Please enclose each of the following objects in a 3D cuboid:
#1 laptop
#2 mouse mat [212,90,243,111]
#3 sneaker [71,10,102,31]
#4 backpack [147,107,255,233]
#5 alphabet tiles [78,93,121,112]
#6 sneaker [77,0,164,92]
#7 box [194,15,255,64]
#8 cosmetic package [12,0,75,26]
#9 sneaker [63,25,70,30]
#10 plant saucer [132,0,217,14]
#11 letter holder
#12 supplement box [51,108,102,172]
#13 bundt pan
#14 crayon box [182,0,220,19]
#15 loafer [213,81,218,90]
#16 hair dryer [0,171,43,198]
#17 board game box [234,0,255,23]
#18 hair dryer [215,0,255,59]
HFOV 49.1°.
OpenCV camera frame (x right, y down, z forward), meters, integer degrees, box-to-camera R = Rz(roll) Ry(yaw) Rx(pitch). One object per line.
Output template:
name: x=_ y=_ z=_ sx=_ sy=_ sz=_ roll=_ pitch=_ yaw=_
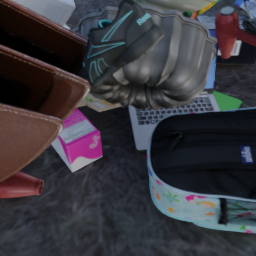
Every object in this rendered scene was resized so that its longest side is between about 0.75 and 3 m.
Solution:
laptop: x=1.435 y=-1.112 z=7.898 sx=2.802 sy=1.734 sz=2.992 roll=-4 pitch=55 yaw=-8
mouse mat: x=2.498 y=-0.600 z=9.056 sx=1.836 sy=0.086 sz=2.282 roll=25 pitch=50 yaw=25
sneaker: x=-1.225 y=-2.721 z=7.931 sx=2.410 sy=1.027 sz=0.940 roll=-27 pitch=81 yaw=12
backpack: x=1.830 y=0.838 z=5.961 sx=2.854 sy=2.148 sz=2.533 roll=3 pitch=44 yaw=6
alphabet tiles: x=-1.190 y=-1.138 z=8.785 sx=2.364 sy=0.107 sz=2.829 roll=28 pitch=26 yaw=26
sneaker: x=-0.266 y=-0.985 z=3.573 sx=1.570 sy=0.622 sz=0.592 roll=-28 pitch=19 yaw=41
box: x=3.769 y=-3.528 z=11.100 sx=2.232 sy=1.376 sz=2.214 roll=1 pitch=36 yaw=1
cosmetic package: x=-2.912 y=-2.816 z=6.723 sx=2.268 sy=2.260 sz=1.394 roll=2 pitch=56 yaw=-45
sneaker: x=-3.811 y=-4.326 z=12.600 sx=2.483 sy=0.937 sz=1.429 roll=2 pitch=34 yaw=-9
plant saucer: x=0.530 y=-2.628 z=5.424 sx=2.343 sy=0.588 sz=2.343 roll=13 pitch=28 yaw=-7
letter holder: x=-1.686 y=-0.119 z=4.154 sx=2.046 sy=2.879 sz=1.448 roll=17 pitch=56 yaw=-37
supplement box: x=-1.617 y=0.119 z=7.620 sx=0.982 sy=0.961 sz=1.900 roll=-26 pitch=49 yaw=-25
bundt pan: x=0.234 y=-1.061 z=5.393 sx=2.786 sy=2.786 sz=1.046 roll=6 pitch=79 yaw=7
crayon box: x=1.935 y=-4.567 z=8.670 sx=1.288 sy=2.030 sz=0.515 roll=-37 pitch=26 yaw=2
loafer: x=2.743 y=-1.749 z=10.069 sx=0.407 sy=0.356 sz=1.131 roll=-34 pitch=53 yaw=-31
hair dryer: x=-3.297 y=1.789 z=6.234 sx=2.885 sy=0.784 sz=2.197 roll=-27 pitch=67 yaw=-20
board game box: x=5.772 y=-4.094 z=11.382 sx=2.518 sy=0.546 sz=2.506 roll=25 pitch=28 yaw=-36
hair dryer: x=2.984 y=-2.459 z=7.479 sx=0.639 sy=2.350 sz=1.790 roll=-27 pitch=88 yaw=-8
